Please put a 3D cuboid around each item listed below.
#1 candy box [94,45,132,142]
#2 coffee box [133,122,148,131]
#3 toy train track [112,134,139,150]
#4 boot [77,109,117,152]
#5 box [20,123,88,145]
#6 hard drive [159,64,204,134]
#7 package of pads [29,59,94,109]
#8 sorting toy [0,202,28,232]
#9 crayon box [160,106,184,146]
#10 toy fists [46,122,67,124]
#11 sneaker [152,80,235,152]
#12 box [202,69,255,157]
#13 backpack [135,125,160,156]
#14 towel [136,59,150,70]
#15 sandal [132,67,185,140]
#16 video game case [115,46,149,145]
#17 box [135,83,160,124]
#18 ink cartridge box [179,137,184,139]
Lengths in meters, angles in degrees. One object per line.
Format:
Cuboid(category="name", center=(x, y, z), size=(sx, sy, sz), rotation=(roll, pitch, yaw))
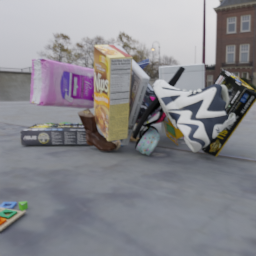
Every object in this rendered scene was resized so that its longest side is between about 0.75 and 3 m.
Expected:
Cuboid(category="candy box", center=(-0.524, -1.070, 8.522), size=(0.710, 2.568, 1.482), rotation=(-10, 31, -21))
Cuboid(category="coffee box", center=(-0.004, -0.950, 13.972), size=(2.047, 2.067, 2.070), rotation=(0, 3, 6))
Cuboid(category="toy train track", center=(-0.253, 0.375, 10.987), size=(1.550, 0.440, 2.703), rotation=(2, 9, 13))
Cuboid(category="boot", center=(-1.025, 0.063, 9.225), size=(1.288, 1.382, 0.444), rotation=(11, 38, 27))
Cuboid(category="box", center=(-2.673, 0.230, 11.222), size=(2.614, 0.642, 2.107), rotation=(0, 10, -2))
Cuboid(category="hard drive", center=(2.125, -1.127, 11.021), size=(1.723, 2.612, 0.349), rotation=(-5, 15, -3))
Cuboid(category="package of pads", center=(-2.283, -1.524, 10.224), size=(0.989, 1.575, 2.614), rotation=(10, 6, 36))
Cuboid(category="sorting toy", center=(-2.170, 1.419, 4.508), size=(0.764, 0.185, 1.356), rotation=(2, 9, 13))
Cuboid(category="crayon box", center=(1.638, -0.360, 10.331), size=(0.456, 1.767, 1.111), rotation=(-19, 22, -10))
Cuboid(category="toy fists", center=(-3.415, 0.014, 13.229), size=(1.580, 0.543, 0.806), rotation=(-1, 1, 3))
Cuboid(category="sneaker", center=(1.756, -0.697, 7.240), size=(1.606, 0.985, 2.468), rotation=(-30, 42, 3))
Cuboid(category="box", center=(2.823, -0.493, 8.662), size=(0.549, 2.223, 1.775), rotation=(21, 24, -13))
Cuboid(category="backpack", center=(0.628, 0.431, 9.041), size=(0.649, 0.855, 1.025), rotation=(24, 24, 9))
Cuboid(category="towel", center=(-0.146, -2.415, 12.321), size=(1.611, 0.265, 2.225), rotation=(-20, -2, -21))
Cuboid(category="sandal", center=(1.141, -0.761, 9.009), size=(0.662, 2.937, 1.103), rotation=(38, -17, 3))
Cuboid(category="video game case", center=(-0.254, -1.181, 9.598), size=(0.316, 2.460, 2.706), rotation=(1, 34, -25))
Cuboid(category="box", center=(0.470, -1.062, 11.563), size=(1.220, 1.405, 2.127), rotation=(-40, -11, 19))
Cuboid(category="ink cartridge box", center=(2.498, 0.213, 12.022), size=(1.313, 0.442, 0.769), rotation=(7, 12, 35))
